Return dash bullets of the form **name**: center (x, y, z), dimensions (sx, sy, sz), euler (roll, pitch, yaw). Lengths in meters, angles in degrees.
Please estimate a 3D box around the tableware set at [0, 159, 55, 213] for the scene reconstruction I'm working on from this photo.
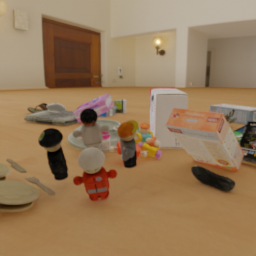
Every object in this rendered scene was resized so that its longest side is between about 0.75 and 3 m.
- **tableware set**: center (-2.901, 1.288, 6.104), dimensions (2.461, 0.493, 1.627), euler (19, 9, 42)

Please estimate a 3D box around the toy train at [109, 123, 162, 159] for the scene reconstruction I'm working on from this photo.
- **toy train**: center (0.240, 0.305, 8.992), dimensions (1.687, 0.625, 2.246), euler (13, 22, -12)

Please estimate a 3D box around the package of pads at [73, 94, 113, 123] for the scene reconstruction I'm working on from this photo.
- **package of pads**: center (-1.758, -1.021, 14.382), dimensions (1.883, 0.713, 1.135), euler (-21, 18, 20)

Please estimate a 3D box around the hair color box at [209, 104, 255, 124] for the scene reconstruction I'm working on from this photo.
- **hair color box**: center (5.852, -0.788, 15.339), dimensions (1.253, 0.767, 2.530), euler (-8, 15, -34)

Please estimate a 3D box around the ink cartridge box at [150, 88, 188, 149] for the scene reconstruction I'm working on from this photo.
- **ink cartridge box**: center (1.473, -0.487, 10.881), dimensions (1.151, 1.984, 2.689), euler (0, 11, 2)

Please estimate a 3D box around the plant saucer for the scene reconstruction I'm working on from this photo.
- **plant saucer**: center (-0.954, 0.160, 10.526), dimensions (2.589, 0.650, 2.589), euler (2, 18, 0)

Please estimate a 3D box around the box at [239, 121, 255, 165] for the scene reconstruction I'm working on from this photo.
- **box**: center (4.049, 0.483, 8.024), dimensions (1.603, 1.280, 0.395), euler (9, -24, 47)

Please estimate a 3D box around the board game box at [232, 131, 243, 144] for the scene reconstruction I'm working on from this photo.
- **board game box**: center (3.849, 0.440, 10.746), dimensions (2.165, 0.254, 1.134), euler (-10, 13, -40)

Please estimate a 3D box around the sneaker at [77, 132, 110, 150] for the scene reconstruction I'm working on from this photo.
- **sneaker**: center (-1.115, 0.423, 8.969), dimensions (1.356, 0.598, 0.551), euler (12, 37, 36)

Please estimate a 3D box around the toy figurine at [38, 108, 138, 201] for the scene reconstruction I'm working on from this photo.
- **toy figurine**: center (-0.816, 0.453, 6.327), dimensions (1.885, 1.311, 1.856), euler (21, 44, 33)

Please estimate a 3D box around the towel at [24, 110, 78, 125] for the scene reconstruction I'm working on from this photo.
- **towel**: center (-3.670, -0.663, 15.408), dimensions (2.777, 0.498, 2.884), euler (6, 12, 26)

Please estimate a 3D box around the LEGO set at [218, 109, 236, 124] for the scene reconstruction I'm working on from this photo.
- **LEGO set**: center (4.205, -0.213, 13.392), dimensions (2.571, 0.729, 1.670), euler (-15, 12, -9)

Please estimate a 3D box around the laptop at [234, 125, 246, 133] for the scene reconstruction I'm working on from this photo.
- **laptop**: center (5.560, 0.386, 11.315), dimensions (1.807, 1.053, 2.039), euler (-3, 38, -13)

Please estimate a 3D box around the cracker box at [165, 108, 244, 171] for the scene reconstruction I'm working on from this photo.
- **cracker box**: center (2.093, 0.329, 7.492), dimensions (1.394, 0.600, 2.081), euler (11, -24, 42)

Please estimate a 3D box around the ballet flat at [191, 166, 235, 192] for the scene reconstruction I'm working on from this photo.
- **ballet flat**: center (1.994, 1.203, 6.683), dimensions (0.317, 0.371, 1.116), euler (-13, 28, -42)

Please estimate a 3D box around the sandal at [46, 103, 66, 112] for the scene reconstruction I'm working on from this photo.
- **sandal**: center (-3.991, -1.203, 15.592), dimensions (1.322, 0.538, 0.325), euler (5, 42, 26)

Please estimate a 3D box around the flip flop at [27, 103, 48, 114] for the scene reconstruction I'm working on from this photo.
- **flip flop**: center (-5.171, -1.224, 17.674), dimensions (2.336, 0.672, 0.947), euler (2, 12, 9)

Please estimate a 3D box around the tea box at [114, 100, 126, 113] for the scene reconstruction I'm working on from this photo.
- **tea box**: center (-0.529, -1.392, 18.137), dimensions (0.800, 0.813, 0.543), euler (0, 12, -2)

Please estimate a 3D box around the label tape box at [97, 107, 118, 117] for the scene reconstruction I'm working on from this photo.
- **label tape box**: center (-1.366, -0.989, 17.107), dimensions (1.005, 0.441, 1.393), euler (6, 13, 28)
